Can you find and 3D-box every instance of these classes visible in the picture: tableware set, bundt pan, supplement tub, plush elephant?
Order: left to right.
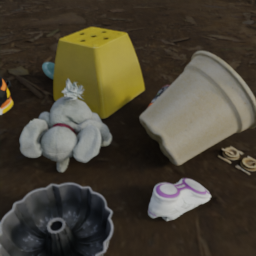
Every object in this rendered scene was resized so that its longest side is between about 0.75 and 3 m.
[{"bbox_3d":[-1.353,2.158,5.526,2.188,0.821,2.188,-1,36,1],"label":"bundt pan"},{"bbox_3d":[-1.611,0.243,7.349,2.038,2.475,1.916,12,56,5],"label":"plush elephant"},{"bbox_3d":[1.145,-0.658,9.289,0.861,0.861,1.610,18,50,23],"label":"supplement tub"},{"bbox_3d":[3.157,0.836,7.865,0.693,0.210,1.049,-27,44,-32],"label":"tableware set"}]

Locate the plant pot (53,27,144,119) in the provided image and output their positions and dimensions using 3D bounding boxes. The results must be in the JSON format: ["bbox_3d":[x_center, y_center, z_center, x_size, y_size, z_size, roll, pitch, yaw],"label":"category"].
[{"bbox_3d":[-1.134,-2.219,10.222,2.598,2.292,2.598,22,42,29],"label":"plant pot"}]

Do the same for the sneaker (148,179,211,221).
[{"bbox_3d":[1.138,1.640,6.372,1.732,0.863,0.648,5,26,-34],"label":"sneaker"}]

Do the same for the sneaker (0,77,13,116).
[{"bbox_3d":[-4.905,-0.675,9.034,0.994,1.278,2.841,10,37,13],"label":"sneaker"}]

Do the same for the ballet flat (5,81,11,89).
[{"bbox_3d":[-4.959,-1.548,11.099,0.327,0.280,0.985,2,36,3],"label":"ballet flat"}]

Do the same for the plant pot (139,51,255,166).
[{"bbox_3d":[1.676,-0.302,7.475,2.311,2.525,2.525,-38,43,-1],"label":"plant pot"}]

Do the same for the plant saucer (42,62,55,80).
[{"bbox_3d":[-3.180,-2.438,11.834,0.897,0.161,0.897,29,42,-31],"label":"plant saucer"}]
